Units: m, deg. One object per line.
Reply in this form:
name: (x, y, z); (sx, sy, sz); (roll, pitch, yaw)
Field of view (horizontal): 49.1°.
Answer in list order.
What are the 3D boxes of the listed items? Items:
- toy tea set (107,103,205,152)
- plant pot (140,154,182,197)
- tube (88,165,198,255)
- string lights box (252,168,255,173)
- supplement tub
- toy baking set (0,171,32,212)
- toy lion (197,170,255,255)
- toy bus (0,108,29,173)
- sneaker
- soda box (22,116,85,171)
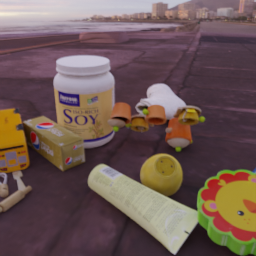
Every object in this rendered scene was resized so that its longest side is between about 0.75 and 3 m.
toy tea set: (0.746, 0.033, 7.976); (2.645, 1.573, 0.979); (4, 69, 5)
plant pot: (0.774, 0.969, 6.182); (0.970, 0.688, 0.970); (1, 64, -2)
tube: (0.189, 1.509, 5.680); (2.436, 0.707, 0.632); (22, 2, 36)
string lights box: (3.060, 1.351, 6.069); (0.913, 0.524, 1.776); (20, 31, 38)
supplement tub: (-1.301, -0.815, 8.523); (1.785, 2.455, 1.785); (0, 26, 0)
toy baking set: (-2.905, 1.416, 6.333); (1.309, 0.198, 1.705); (14, 27, 29)
toy lion: (2.528, 1.490, 4.867); (2.384, 0.819, 2.286); (-17, 36, -17)
toy bus: (-3.417, 0.227, 8.060); (0.813, 0.978, 2.499); (-12, 26, -21)
sneaker: (0.950, -1.049, 10.970); (1.569, 1.000, 2.716); (-5, 25, -19)
soda box: (-2.168, 0.376, 8.004); (0.716, 0.757, 2.235); (-21, 31, -39)
